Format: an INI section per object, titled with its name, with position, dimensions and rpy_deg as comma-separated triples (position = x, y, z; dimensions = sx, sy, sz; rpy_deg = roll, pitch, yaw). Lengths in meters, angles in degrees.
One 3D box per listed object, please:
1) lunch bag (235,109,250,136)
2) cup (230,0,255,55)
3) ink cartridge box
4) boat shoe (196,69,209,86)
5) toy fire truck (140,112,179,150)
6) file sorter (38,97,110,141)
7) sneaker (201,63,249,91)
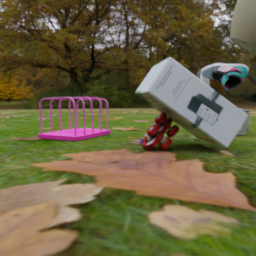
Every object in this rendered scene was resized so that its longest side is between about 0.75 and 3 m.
[lunch bag]
position = 4.722, -0.258, 12.087
dimensions = 0.793, 1.106, 1.348
rpy_deg = 6, 8, 39
[cup]
position = 3.161, -2.472, 6.778
dimensions = 1.599, 1.143, 1.599
rpy_deg = 30, 12, -7
[ink cartridge box]
position = 1.795, -0.715, 8.509
dimensions = 2.832, 1.176, 2.076
rpy_deg = 35, 0, -10
[boat shoe]
position = 2.501, -0.931, 10.093
dimensions = 0.682, 2.394, 0.800
rpy_deg = 10, 28, 37
[toy fire truck]
position = 0.849, 0.189, 8.492
dimensions = 1.071, 0.715, 1.275
rpy_deg = -28, 20, 54
[file sorter]
position = -2.128, -0.451, 11.495
dimensions = 1.788, 1.614, 2.573
rpy_deg = 2, 6, 25
[sneaker]
position = 2.618, -1.378, 7.758
dimensions = 1.277, 0.534, 0.771
rpy_deg = 2, 43, 28
